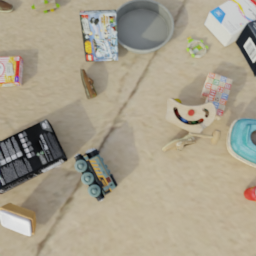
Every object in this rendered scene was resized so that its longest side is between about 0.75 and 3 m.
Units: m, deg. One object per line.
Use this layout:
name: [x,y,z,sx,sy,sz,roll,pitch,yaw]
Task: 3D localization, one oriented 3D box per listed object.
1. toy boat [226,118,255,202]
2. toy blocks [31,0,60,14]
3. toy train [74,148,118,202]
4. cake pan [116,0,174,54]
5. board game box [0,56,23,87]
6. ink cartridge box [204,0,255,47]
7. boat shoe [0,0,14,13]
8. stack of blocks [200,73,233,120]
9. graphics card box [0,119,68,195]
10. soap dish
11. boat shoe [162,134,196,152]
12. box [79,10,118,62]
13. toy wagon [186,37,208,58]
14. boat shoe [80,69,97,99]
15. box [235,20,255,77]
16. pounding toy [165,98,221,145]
toy boat: [4.566,1.077,9.491,2.459,1.359,2.925,13,73,-2]
toy blocks: [-3.632,-5.503,12.182,1.165,0.582,0.796,-14,61,-6]
toy train: [-1.130,1.585,9.622,1.021,0.763,1.792,-28,86,-13]
cake pan: [0.585,-4.197,11.724,2.614,0.479,2.614,0,72,0]
board game box: [-5.029,-2.219,11.137,1.546,0.358,1.171,-4,72,-1]
ink cartridge box: [4.642,-4.654,11.690,2.445,0.822,1.420,-33,75,-11]
boat shoe: [-5.622,-5.369,12.112,1.286,0.476,0.475,13,72,4]
stack of blocks: [3.296,-1.214,10.746,0.928,0.472,1.611,19,73,6]
graphics card box: [-3.694,0.999,9.917,2.646,0.673,1.660,-28,73,-7]
soap dish: [-3.554,2.969,9.128,1.160,0.913,0.471,16,38,7]
boat shoe: [1.861,0.616,10.160,1.280,0.456,0.413,-22,73,-8]
box: [-1.084,-3.494,10.751,1.331,1.943,0.388,-3,45,-3]
toy wagon: [2.790,-3.359,11.604,0.770,0.196,0.992,-32,74,-10]
boat shoe: [-1.553,-1.736,10.974,0.431,0.456,1.268,-15,81,-10]
box: [5.893,-3.379,11.014,2.442,1.307,1.812,-19,73,-6]
pounding toy: [2.360,-0.436,9.843,2.240,1.285,1.281,27,102,11]
